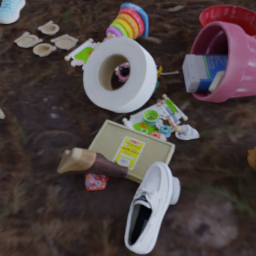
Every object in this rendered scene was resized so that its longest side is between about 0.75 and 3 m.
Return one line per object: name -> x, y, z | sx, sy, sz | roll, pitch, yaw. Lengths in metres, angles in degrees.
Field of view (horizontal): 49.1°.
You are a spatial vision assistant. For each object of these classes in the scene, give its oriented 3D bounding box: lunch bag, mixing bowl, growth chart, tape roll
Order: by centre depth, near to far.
lunch bag -> -0.989, 1.539, 8.774 | 0.730, 0.339, 0.828 | -4, 49, -5
tape roll -> -0.320, -1.922, 10.334 | 2.669, 0.934, 2.669 | -4, 81, 27
growth chart -> 1.017, -0.235, 10.372 | 2.368, 0.210, 1.713 | -30, 57, -22
growth chart -> -1.213, -3.228, 12.859 | 2.976, 0.264, 2.153 | 21, 54, 18
mixing bowl -> 4.550, -4.257, 12.875 | 2.822, 1.528, 2.822 | 0, 50, -1

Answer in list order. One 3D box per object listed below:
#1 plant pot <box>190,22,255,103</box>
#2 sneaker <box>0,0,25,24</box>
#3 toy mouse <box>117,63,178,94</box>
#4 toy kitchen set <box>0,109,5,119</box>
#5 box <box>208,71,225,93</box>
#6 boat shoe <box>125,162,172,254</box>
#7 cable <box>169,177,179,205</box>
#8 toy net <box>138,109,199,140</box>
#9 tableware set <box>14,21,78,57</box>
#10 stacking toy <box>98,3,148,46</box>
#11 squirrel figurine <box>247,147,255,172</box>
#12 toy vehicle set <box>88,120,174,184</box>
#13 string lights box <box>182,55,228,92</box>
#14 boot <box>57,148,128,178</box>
plant pot -> 4.058, -2.325, 10.644 | 2.604, 2.910, 2.910 | 5, 48, -17
sneaker -> -6.514, -6.809, 15.237 | 1.082, 1.200, 2.928 | -1, 50, 0
toy mouse -> 0.342, -1.958, 11.541 | 2.649, 0.513, 2.354 | 27, 56, 18
toy kitchen set -> -6.114, -0.484, 9.565 | 1.945, 2.385, 2.151 | -52, 58, 13
box -> 3.255, -1.629, 10.083 | 0.829, 0.284, 0.341 | -59, 25, -13
boat shoe -> 0.549, 2.041, 7.536 | 0.929, 0.825, 2.525 | -1, 63, 31
cable -> 1.247, 1.833, 8.209 | 0.281, 0.811, 0.811 | 14, 35, -13
toy net -> 1.432, 0.028, 9.842 | 2.092, 0.404, 1.097 | 15, 49, 14
tableware set -> -4.002, -4.286, 13.693 | 2.731, 0.317, 2.282 | 36, 58, 27
stacking toy -> -0.448, -4.444, 13.229 | 1.622, 1.534, 2.796 | 33, 66, 23
squirrel figurine -> 4.866, 0.778, 8.409 | 2.036, 1.544, 2.182 | -48, 30, 1
toy vehicle set -> 0.056, 0.823, 9.265 | 2.572, 0.341, 1.598 | 21, 59, 16
string lights box -> 3.558, -2.145, 10.968 | 2.586, 0.762, 1.329 | -1, 63, -3
boot -> -1.138, 1.242, 8.523 | 1.748, 2.101, 0.760 | 24, 66, -19
